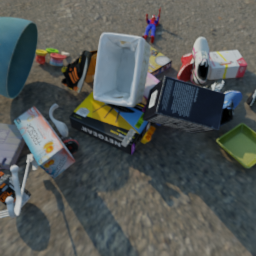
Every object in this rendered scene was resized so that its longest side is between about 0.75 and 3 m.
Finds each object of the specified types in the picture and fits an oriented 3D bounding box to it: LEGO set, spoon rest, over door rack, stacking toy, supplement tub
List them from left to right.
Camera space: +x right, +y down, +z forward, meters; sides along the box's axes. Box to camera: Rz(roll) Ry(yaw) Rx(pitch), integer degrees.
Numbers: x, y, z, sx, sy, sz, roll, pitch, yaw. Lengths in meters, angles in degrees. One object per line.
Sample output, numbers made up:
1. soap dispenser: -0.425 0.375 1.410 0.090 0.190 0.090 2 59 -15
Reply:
1. over door rack: -3.441 1.354 6.728 1.983 0.894 2.684 -13 19 -5
2. supplement tub: -3.118 1.669 7.342 1.015 0.622 0.622 44 57 -8
3. stacking toy: -3.131 -2.876 11.644 1.234 0.521 1.117 19 27 11
4. spoon rest: -2.256 -0.176 9.045 0.363 0.595 1.198 -24 72 2
5. LEGO set: 0.505 0.004 8.553 0.733 0.789 1.923 33 61 1

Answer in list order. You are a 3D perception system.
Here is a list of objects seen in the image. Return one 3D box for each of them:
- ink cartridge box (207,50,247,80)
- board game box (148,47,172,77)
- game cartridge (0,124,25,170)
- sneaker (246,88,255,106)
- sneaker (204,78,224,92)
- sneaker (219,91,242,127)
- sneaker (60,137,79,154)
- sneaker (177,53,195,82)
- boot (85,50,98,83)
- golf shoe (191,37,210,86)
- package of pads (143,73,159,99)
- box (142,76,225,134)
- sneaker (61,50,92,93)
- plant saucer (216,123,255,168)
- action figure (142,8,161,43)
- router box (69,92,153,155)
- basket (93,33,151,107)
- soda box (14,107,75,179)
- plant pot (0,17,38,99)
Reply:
1. ink cartridge box: 3.757 -2.491 11.069 1.433 0.598 1.040 -6 51 -5
2. board game box: 0.672 -2.834 11.523 1.279 0.327 1.888 -33 58 -23
3. game cartridge: -4.450 0.480 8.741 2.348 0.451 1.522 7 46 5
4. sneaker: 4.898 -1.257 10.061 0.667 0.578 1.612 39 63 18
5. sneaker: 2.923 -1.338 9.950 0.629 0.462 1.391 34 69 4
6. sneaker: 3.200 -0.531 9.159 1.905 0.748 0.849 -42 26 -21
7. sneaker: -2.139 0.630 8.554 1.423 0.503 0.695 -18 22 8
8. sneaker: 2.322 -2.407 11.168 1.488 0.583 0.860 -46 26 -13
9. boot: -1.011 -2.438 10.640 1.674 1.198 0.589 -23 55 -18
10. golf shoe: 2.781 -2.504 10.390 0.661 0.838 1.820 2 88 -9
11. package of pads: 1.038 -1.102 9.474 0.762 1.213 2.014 -51 59 9
12. box: 1.420 -0.543 7.537 1.644 1.657 1.021 16 84 -8
13. sneaker: -1.852 -1.952 9.616 0.883 1.963 0.686 18 58 -10
14. plant saucer: 3.590 0.592 8.706 1.271 0.304 1.269 -29 56 -22
15. action figure: 1.082 -4.824 12.824 0.641 0.972 1.964 9 48 7
16. router box: -0.473 -0.318 9.263 2.339 0.597 1.745 23 54 18
17. basket: -0.125 -1.756 8.603 1.358 2.003 1.236 13 14 19
18. soda box: -2.408 0.351 7.938 0.787 0.732 2.301 -38 47 -9
19. plant pot: -4.421 -2.559 9.472 1.825 2.709 2.709 19 50 -8
